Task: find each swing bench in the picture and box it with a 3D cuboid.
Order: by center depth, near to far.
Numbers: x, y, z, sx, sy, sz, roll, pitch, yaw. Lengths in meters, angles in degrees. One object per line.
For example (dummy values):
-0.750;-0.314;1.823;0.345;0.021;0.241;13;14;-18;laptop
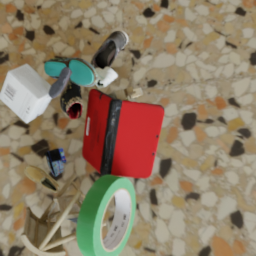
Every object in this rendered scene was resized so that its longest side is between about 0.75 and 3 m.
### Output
-2.141;2.865;9.085;2.168;2.156;1.407;-37;105;-9;swing bench

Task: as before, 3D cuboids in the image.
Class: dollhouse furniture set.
0.104;-0.875;10.470;2.013;1.780;1.119;-21;93;-31;dollhouse furniture set

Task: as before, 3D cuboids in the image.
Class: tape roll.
-0.591;2.804;8.783;0.620;2.581;2.581;5;71;27;tape roll

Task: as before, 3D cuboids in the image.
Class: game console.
-0.306;0.202;9.954;1.652;2.784;2.399;-6;25;-37;game console

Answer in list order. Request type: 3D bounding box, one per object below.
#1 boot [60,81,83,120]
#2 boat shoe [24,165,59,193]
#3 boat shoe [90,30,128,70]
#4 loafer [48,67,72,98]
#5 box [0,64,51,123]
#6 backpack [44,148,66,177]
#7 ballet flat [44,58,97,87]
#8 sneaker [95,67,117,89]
-2.040;-0.844;10.084;0.647;1.769;1.332;10;46;-26;boot
-2.761;1.627;8.991;1.296;0.493;0.464;33;81;-6;boat shoe
-0.958;-2.693;10.837;0.884;2.643;0.753;43;46;-4;boat shoe
-2.066;-1.367;8.692;0.385;0.338;1.072;34;96;14;loafer
-3.300;-1.109;9.126;1.301;1.295;0.851;43;40;0;box
-2.626;1.257;10.284;0.654;0.887;0.972;-17;89;-21;backpack
-1.756;-1.959;9.410;2.510;0.932;0.932;20;72;33;ballet flat
-0.980;-1.697;9.676;0.572;1.627;0.652;43;77;-21;sneaker
